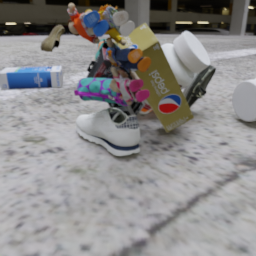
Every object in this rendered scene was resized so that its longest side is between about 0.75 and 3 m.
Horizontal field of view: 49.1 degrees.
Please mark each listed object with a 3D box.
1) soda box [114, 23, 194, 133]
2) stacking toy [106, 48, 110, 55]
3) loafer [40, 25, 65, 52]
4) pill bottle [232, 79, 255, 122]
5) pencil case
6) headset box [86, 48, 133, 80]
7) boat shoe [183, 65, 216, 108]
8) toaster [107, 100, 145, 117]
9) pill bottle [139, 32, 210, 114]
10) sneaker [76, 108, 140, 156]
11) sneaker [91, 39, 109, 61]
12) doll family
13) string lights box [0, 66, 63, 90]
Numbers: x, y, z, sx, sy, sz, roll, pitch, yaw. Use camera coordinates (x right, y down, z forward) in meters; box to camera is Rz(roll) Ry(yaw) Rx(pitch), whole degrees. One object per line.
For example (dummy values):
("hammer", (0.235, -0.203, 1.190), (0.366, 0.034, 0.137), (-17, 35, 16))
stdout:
("soda box", (0.742, -1.128, 7.125), (0.895, 2.796, 0.947), (-29, 46, 8))
("stacking toy", (-0.204, -2.164, 7.531), (0.470, 0.444, 0.809), (-29, 22, 50))
("loafer", (-2.848, -3.416, 10.907), (0.496, 0.559, 1.471), (30, 60, -4))
("pill bottle", (4.839, -0.992, 9.007), (2.662, 1.509, 1.509), (-8, 24, -20))
("pencil case", (-0.578, -0.877, 6.682), (1.413, 0.601, 0.653), (10, 35, 36))
("headset box", (-0.434, -1.550, 8.263), (1.558, 1.160, 0.602), (15, 45, -26))
("boat shoe", (2.331, -1.294, 9.497), (0.584, 1.834, 0.648), (36, 20, 35))
("toaster", (-0.048, -0.757, 7.885), (0.578, 0.881, 0.974), (-3, 37, 39))
("pill bottle", (1.144, -1.727, 9.071), (2.743, 1.503, 1.503), (-35, 1, 35))
("sneaker", (-0.569, -0.106, 7.461), (0.953, 1.004, 2.494), (-18, 25, -39))
("sneaker", (-0.664, -2.462, 8.841), (0.601, 0.673, 1.684), (37, 33, -25))
("doll family", (-0.198, -1.450, 5.105), (0.952, 2.114, 1.312), (-41, 30, -11))
("string lights box", (-4.548, -2.425, 13.380), (2.720, 0.802, 1.398), (-3, 23, -7))
